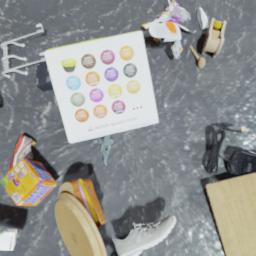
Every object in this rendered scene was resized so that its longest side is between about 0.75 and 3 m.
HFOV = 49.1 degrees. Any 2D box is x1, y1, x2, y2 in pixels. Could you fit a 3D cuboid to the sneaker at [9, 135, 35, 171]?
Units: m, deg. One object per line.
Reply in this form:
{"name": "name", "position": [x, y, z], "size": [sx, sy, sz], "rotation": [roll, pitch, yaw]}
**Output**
{"name": "sneaker", "position": [-3.688, 1.061, 9.797], "size": [0.685, 0.649, 1.668], "rotation": [21, 62, -25]}

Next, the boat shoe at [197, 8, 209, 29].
{"name": "boat shoe", "position": [3.254, -4.729, 12.163], "size": [0.338, 0.373, 1.013], "rotation": [-3, 79, -16]}

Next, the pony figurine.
{"name": "pony figurine", "position": [1.752, -4.364, 11.581], "size": [1.824, 1.519, 1.761], "rotation": [-44, 66, 1]}

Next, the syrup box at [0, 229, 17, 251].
{"name": "syrup box", "position": [-3.921, 3.202, 8.060], "size": [1.282, 0.505, 0.522], "rotation": [7, 80, -15]}

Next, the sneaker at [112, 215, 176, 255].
{"name": "sneaker", "position": [0.475, 3.106, 8.265], "size": [2.051, 0.766, 0.841], "rotation": [-31, 75, -7]}

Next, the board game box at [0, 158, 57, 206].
{"name": "board game box", "position": [-3.159, 1.754, 8.987], "size": [1.034, 1.034, 1.035], "rotation": [-46, 67, 0]}

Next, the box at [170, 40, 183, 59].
{"name": "box", "position": [1.925, -3.140, 11.089], "size": [0.155, 0.532, 0.778], "rotation": [-6, 36, 34]}

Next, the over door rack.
{"name": "over door rack", "position": [-4.104, -2.988, 11.222], "size": [2.065, 0.688, 1.525], "rotation": [-20, 69, 15]}

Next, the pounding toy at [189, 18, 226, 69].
{"name": "pounding toy", "position": [3.175, -3.535, 11.253], "size": [1.178, 1.174, 2.053], "rotation": [16, 71, 6]}

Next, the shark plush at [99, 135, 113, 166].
{"name": "shark plush", "position": [-0.823, 0.730, 9.761], "size": [0.513, 0.470, 1.128], "rotation": [18, 74, -11]}

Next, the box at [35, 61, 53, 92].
{"name": "box", "position": [-3.032, -2.058, 10.904], "size": [0.951, 0.544, 1.044], "rotation": [-9, 69, 18]}

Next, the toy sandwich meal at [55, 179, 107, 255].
{"name": "toy sandwich meal", "position": [-1.254, 2.956, 8.392], "size": [0.997, 2.911, 2.911], "rotation": [-22, 69, -35]}

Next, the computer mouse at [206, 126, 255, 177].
{"name": "computer mouse", "position": [4.115, 0.899, 9.822], "size": [2.617, 0.602, 1.838], "rotation": [8, 90, 8]}

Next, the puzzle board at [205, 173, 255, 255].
{"name": "puzzle board", "position": [3.954, 3.023, 9.157], "size": [2.139, 0.247, 2.838], "rotation": [-14, 78, 1]}

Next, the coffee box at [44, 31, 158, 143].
{"name": "coffee box", "position": [-0.886, -1.436, 9.100], "size": [2.759, 2.763, 2.732], "rotation": [-13, 106, -6]}

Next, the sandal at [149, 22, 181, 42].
{"name": "sandal", "position": [1.207, -3.346, 9.810], "size": [1.641, 0.470, 0.629], "rotation": [-11, 91, -40]}
